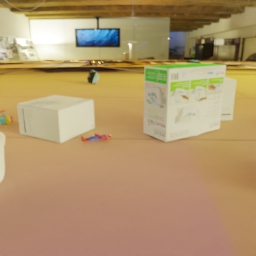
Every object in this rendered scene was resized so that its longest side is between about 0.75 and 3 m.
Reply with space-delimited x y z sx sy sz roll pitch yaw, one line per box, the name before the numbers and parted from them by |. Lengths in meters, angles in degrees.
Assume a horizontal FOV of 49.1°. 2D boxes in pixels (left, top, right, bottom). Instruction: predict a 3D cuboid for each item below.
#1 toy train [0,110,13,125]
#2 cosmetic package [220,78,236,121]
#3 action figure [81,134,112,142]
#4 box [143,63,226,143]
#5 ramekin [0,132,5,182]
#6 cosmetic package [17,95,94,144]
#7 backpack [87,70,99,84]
toy train | -5.400 -0.350 10.567 1.457 0.540 1.940 12 21 32
cosmetic package | 3.602 -1.288 11.717 1.006 1.636 1.631 -2 17 -9
action figure | -0.978 0.298 8.855 0.961 0.248 0.314 -2 3 -23
box | 1.928 -0.952 9.493 2.630 2.321 1.272 -12 21 -32
ramekin | -3.758 0.790 6.087 2.098 1.023 2.098 0 17 0
cosmetic package | -2.443 -0.390 9.705 1.851 1.138 1.845 11 20 27
backpack | -2.607 -3.743 20.761 0.836 0.985 1.110 20 7 -15
